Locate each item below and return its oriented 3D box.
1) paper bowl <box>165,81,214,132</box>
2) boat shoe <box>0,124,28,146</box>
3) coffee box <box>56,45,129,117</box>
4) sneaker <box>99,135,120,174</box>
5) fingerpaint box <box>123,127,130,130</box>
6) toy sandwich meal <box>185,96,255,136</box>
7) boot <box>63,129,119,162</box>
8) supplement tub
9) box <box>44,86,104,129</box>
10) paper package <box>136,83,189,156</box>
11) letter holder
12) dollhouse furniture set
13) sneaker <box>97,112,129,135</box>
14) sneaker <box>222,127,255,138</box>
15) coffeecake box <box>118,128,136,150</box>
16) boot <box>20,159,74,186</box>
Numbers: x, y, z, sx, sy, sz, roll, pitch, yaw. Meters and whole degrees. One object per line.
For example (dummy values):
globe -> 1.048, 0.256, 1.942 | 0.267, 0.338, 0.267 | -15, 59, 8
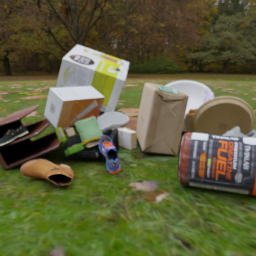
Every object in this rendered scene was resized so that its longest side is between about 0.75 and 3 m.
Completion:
paper bowl -> 2.690, -0.920, 13.433 | 2.734, 1.422, 2.734 | -6, 45, 6
boat shoe -> -3.627, 0.230, 8.603 | 0.434, 0.372, 1.187 | -11, 18, 34
coffee box -> -1.757, -1.883, 13.133 | 2.749, 2.779, 2.775 | 18, 28, -6
sneaker -> -0.541, 0.720, 8.615 | 0.526, 0.548, 1.396 | -12, 50, -19
fingerpaint box -> -0.392, 0.161, 12.781 | 0.665, 0.292, 0.797 | -14, 20, -42
toy sandwich meal -> 3.392, -0.238, 10.426 | 2.466, 2.466, 0.845 | 2, 33, 7
boot -> -1.247, 0.539, 10.067 | 1.636, 0.824, 2.189 | 2, 14, 10
supplement tub -> 2.715, 0.923, 7.163 | 2.720, 1.455, 1.455 | 4, 14, 18
box -> -1.917, -0.779, 10.060 | 1.807, 1.124, 0.881 | -12, 43, -45
paper package -> 1.154, -0.403, 10.592 | 1.270, 2.339, 2.454 | 8, 14, -6
letter holder -> -3.246, 0.036, 9.745 | 1.973, 1.396, 2.775 | -20, 14, 1
dollhouse furniture set -> -1.416, 0.191, 8.859 | 1.446, 0.947, 0.726 | -21, -3, -26
sneaker -> -0.916, 0.012, 11.541 | 0.926, 0.938, 2.361 | 37, 33, 24
sneaker -> 3.493, 0.460, 9.909 | 2.314, 1.064, 0.876 | 1, 13, 5
coffeecake box -> -0.075, 0.419, 10.921 | 0.316, 0.664, 0.865 | -11, 18, -40
boot -> -2.202, 1.280, 7.615 | 1.441, 0.553, 1.119 | 11, 4, -16
